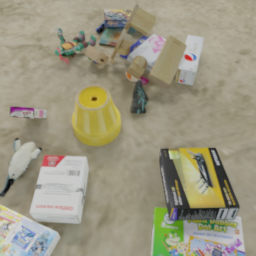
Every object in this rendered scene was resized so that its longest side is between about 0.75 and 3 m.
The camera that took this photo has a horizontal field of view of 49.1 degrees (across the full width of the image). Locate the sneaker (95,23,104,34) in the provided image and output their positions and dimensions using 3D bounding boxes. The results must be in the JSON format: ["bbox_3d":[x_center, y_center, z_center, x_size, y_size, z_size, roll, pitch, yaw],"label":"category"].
[{"bbox_3d":[-1.378,-5.241,14.780,0.298,0.268,0.765,33,65,16],"label":"sneaker"}]

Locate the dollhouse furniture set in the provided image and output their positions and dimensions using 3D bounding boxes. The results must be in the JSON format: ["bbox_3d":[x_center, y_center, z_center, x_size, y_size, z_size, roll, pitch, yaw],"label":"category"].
[{"bbox_3d":[0.758,-3.299,12.783,2.773,2.260,2.637,27,74,-8],"label":"dollhouse furniture set"}]

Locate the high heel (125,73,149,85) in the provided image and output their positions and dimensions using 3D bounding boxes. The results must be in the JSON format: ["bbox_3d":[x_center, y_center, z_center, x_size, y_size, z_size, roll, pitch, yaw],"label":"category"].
[{"bbox_3d":[0.398,-2.255,12.520,1.087,0.366,0.521,33,42,31],"label":"high heel"}]

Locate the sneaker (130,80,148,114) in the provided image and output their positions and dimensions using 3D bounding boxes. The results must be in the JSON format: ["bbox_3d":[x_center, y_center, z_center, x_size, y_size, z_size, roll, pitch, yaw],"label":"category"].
[{"bbox_3d":[0.490,-1.253,11.654,0.648,0.617,1.635,10,63,-3],"label":"sneaker"}]

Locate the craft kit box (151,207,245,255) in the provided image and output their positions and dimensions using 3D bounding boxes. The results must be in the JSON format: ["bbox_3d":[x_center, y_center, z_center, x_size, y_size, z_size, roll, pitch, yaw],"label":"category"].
[{"bbox_3d":[1.945,3.700,7.904,2.627,0.637,2.595,5,50,4],"label":"craft kit box"}]

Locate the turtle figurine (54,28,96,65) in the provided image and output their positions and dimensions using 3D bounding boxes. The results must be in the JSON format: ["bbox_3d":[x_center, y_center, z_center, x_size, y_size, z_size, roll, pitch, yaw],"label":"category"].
[{"bbox_3d":[-2.733,-3.939,13.236,1.764,1.186,2.357,44,48,12],"label":"turtle figurine"}]

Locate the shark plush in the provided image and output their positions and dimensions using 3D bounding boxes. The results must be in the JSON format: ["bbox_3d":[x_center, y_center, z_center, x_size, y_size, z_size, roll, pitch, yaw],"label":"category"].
[{"bbox_3d":[-3.611,1.375,9.518,0.963,0.882,2.119,15,58,-14],"label":"shark plush"}]

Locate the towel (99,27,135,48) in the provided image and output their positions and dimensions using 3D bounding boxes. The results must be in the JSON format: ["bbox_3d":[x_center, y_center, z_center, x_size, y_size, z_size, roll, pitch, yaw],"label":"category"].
[{"bbox_3d":[-0.514,-4.862,14.506,1.506,0.223,2.054,12,54,10],"label":"towel"}]

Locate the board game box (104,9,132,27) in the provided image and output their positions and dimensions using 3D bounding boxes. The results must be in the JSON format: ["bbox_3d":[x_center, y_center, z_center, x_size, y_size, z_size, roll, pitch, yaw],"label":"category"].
[{"bbox_3d":[-0.129,-5.800,14.809,2.288,0.396,1.550,-1,41,-5],"label":"board game box"}]

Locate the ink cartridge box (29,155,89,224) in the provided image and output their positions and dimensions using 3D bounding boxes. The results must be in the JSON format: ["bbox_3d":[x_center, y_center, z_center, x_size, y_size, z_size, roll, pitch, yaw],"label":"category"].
[{"bbox_3d":[-2.136,1.967,9.014,1.446,0.839,2.004,2,53,2],"label":"ink cartridge box"}]

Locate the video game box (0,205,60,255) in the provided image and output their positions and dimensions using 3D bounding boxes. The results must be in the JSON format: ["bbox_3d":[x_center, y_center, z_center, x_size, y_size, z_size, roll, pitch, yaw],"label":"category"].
[{"bbox_3d":[-3.513,3.571,8.010,2.339,0.548,2.131,20,58,14],"label":"video game box"}]

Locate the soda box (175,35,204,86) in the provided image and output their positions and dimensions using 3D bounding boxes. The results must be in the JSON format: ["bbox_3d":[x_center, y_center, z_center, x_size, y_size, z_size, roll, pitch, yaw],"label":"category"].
[{"bbox_3d":[2.831,-3.127,12.807,0.801,0.857,2.516,13,54,10],"label":"soda box"}]

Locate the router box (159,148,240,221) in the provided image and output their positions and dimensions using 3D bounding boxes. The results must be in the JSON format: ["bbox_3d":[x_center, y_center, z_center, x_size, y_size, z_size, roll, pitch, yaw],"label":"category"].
[{"bbox_3d":[2.123,1.699,8.952,1.974,0.656,2.511,-1,39,-3],"label":"router box"}]

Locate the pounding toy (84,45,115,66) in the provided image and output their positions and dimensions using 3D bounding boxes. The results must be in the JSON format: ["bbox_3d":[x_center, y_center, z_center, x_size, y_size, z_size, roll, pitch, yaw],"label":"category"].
[{"bbox_3d":[-1.215,-3.160,12.985,1.252,1.100,0.573,35,101,23],"label":"pounding toy"}]

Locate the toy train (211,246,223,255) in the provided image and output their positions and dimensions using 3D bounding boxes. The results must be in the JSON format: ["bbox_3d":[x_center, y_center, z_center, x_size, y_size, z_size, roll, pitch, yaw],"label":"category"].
[{"bbox_3d":[1.987,3.727,6.937,0.280,0.376,1.640,15,65,30],"label":"toy train"}]

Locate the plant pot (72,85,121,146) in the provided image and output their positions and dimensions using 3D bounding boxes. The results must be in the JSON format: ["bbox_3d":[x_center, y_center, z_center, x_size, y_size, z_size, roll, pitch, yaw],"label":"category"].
[{"bbox_3d":[-1.207,-0.540,10.332,1.859,1.749,1.859,0,54,0],"label":"plant pot"}]

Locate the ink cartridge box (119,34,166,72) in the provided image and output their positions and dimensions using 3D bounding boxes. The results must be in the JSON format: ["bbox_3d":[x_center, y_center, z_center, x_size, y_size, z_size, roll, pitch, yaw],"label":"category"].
[{"bbox_3d":[1.028,-3.721,13.518,2.147,0.465,2.108,32,60,20],"label":"ink cartridge box"}]

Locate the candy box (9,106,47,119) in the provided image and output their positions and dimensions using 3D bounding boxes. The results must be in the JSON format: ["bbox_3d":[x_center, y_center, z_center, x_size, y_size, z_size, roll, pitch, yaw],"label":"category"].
[{"bbox_3d":[-3.755,-0.564,10.641,0.915,1.342,0.409,4,92,4],"label":"candy box"}]
